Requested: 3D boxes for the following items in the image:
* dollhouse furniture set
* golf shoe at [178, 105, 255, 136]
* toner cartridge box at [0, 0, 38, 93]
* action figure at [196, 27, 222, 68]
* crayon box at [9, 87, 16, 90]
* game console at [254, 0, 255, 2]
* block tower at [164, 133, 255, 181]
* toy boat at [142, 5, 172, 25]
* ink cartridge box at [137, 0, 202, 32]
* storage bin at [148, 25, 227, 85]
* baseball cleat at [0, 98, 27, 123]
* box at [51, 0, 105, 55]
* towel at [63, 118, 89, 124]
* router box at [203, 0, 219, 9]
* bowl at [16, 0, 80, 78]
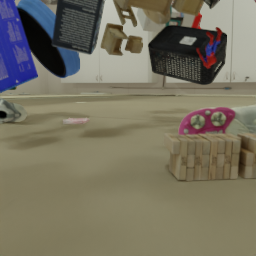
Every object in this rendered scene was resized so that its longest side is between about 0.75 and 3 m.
[{"bbox_3d":[0.432,-2.648,6.696,1.973,1.745,1.097,-2,44,-31],"label":"dollhouse furniture set"},{"bbox_3d":[2.132,-0.005,4.692,2.557,0.963,1.170,2,5,8],"label":"golf shoe"},{"bbox_3d":[-2.135,-1.575,4.300,0.420,1.945,0.924,5,28,32],"label":"toner cartridge box"},{"bbox_3d":[1.616,-1.649,5.729,0.333,0.506,1.022,-27,-31,-6],"label":"action figure"},{"bbox_3d":[-3.760,-2.747,8.326,0.727,2.493,2.151,-3,-23,-20],"label":"crayon box"},{"bbox_3d":[3.148,-3.093,5.454,1.513,1.304,0.898,-35,-24,35],"label":"game console"},{"bbox_3d":[1.410,0.351,3.620,1.852,0.535,0.500,1,8,-6],"label":"block tower"},{"bbox_3d":[0.555,-3.877,7.890,1.883,0.875,1.583,45,3,14],"label":"toy boat"},{"bbox_3d":[1.684,-4.099,10.255,2.462,0.828,1.431,1,44,-13],"label":"ink cartridge box"},{"bbox_3d":[1.691,-2.142,8.042,1.935,0.907,1.308,20,56,31],"label":"storage bin"},{"bbox_3d":[-4.369,-0.596,9.268,2.174,0.758,1.157,5,9,35],"label":"baseball cleat"},{"bbox_3d":[-0.867,-2.194,5.214,0.744,1.389,1.031,12,24,-7],"label":"box"},{"bbox_3d":[-1.654,-0.239,8.972,0.651,0.133,0.889,1,8,5],"label":"towel"},{"bbox_3d":[1.586,-3.214,4.662,1.397,1.864,0.579,45,6,5],"label":"router box"},{"bbox_3d":[-2.848,-2.981,9.650,0.570,2.903,2.903,-43,28,-21],"label":"bowl"}]
